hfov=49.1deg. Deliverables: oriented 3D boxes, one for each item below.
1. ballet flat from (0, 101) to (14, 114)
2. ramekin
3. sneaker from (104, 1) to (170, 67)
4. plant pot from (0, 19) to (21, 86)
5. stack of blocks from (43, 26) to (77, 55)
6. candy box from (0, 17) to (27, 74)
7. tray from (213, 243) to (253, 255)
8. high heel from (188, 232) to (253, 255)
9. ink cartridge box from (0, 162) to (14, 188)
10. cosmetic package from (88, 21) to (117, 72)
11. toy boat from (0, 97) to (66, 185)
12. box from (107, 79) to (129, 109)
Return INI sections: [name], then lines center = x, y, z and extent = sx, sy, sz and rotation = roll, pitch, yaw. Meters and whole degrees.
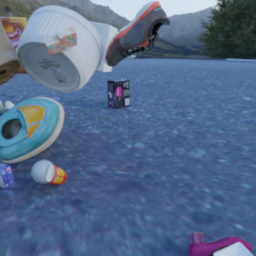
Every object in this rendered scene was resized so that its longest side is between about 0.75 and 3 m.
[ballet flat]
center = -5.729, -0.894, 12.890
extent = 1.995, 0.718, 0.718
rotation = 1, 18, 4
[ramekin]
center = -2.121, -2.239, 8.570
extent = 2.514, 2.514, 1.319
rotation = 7, 56, 19
[sneaker]
center = 0.246, -2.557, 8.349
extent = 0.993, 2.426, 0.935
rotation = 51, 28, 7
[plant pot]
center = -4.032, -2.123, 7.781
extent = 2.014, 1.748, 2.014
rotation = -41, 0, 0
[stack of blocks]
center = -1.717, -2.213, 7.126
extent = 0.804, 0.463, 0.235
rotation = -28, 70, -18
[candy box]
center = -4.924, -3.470, 11.955
extent = 1.340, 2.296, 0.648
rotation = -6, 28, -18
[tray]
center = 1.816, 2.217, 4.106
extent = 0.588, 0.121, 1.095
rotation = -12, 32, -23
[high heel]
center = 1.540, 2.083, 4.656
extent = 1.070, 0.361, 0.514
rotation = 5, 43, 7
[ink cartridge box]
center = -3.142, 1.154, 6.942
extent = 0.766, 0.523, 0.293
rotation = 13, 27, 34
[cosmetic package]
center = -1.443, -3.401, 11.745
extent = 1.531, 1.857, 1.532
rotation = 13, 14, 7
[toy boat]
center = -2.328, 0.331, 6.866
extent = 2.079, 2.474, 1.150
rotation = -36, -22, 0
[box]
center = -0.490, -1.780, 14.445
extent = 0.916, 1.387, 0.796
rotation = -15, 24, -38
